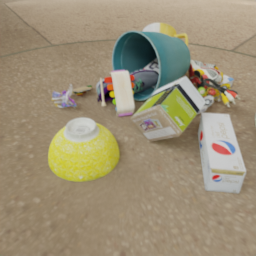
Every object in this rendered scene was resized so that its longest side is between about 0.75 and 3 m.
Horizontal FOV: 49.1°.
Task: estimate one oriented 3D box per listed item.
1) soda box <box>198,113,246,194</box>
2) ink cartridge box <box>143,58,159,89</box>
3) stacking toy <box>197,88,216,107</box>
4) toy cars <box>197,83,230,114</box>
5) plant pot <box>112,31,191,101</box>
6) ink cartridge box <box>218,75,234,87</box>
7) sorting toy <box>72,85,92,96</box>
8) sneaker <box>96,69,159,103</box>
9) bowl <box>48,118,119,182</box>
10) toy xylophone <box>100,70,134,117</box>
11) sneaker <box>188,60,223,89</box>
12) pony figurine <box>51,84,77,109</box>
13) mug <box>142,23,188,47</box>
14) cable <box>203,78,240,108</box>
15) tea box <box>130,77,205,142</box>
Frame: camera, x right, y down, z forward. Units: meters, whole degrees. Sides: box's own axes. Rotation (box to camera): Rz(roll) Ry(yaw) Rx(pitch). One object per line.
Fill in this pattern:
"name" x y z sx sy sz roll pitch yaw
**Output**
"soda box" 2.962 0.692 9.204 1.021 0.954 2.998 4 36 6
"ink cartridge box" 1.397 -2.682 13.584 1.018 0.593 1.407 36 67 27
"stacking toy" 3.313 -1.319 11.938 0.762 0.842 0.356 7 20 -18
"toy cars" 3.435 -1.160 12.088 2.767 0.613 1.241 -34 16 -35
"plant pot" 1.261 -3.037 12.983 2.818 2.999 2.999 -22 40 -39
"ink cartridge box" 4.553 -2.325 13.870 0.735 0.424 1.013 -27 46 -31
"sorting toy" -2.193 -1.673 12.950 1.530 0.259 0.737 -21 21 -35
"sneaker" 0.039 -1.686 12.374 2.922 1.087 1.279 -13 39 5
"bowl" -1.501 0.453 9.252 2.423 1.304 2.423 -1 35 0
"toy xylophone" -0.431 -1.491 11.591 1.490 2.035 0.511 0 -9 -10
"sneaker" 3.633 -2.569 13.435 1.176 1.114 2.862 -11 29 -2
"pony figurine" -2.678 -1.260 11.847 1.046 1.010 0.871 5 37 3
"mug" 1.778 -4.385 15.181 1.916 2.392 1.964 20 67 -33
"cable" 3.837 -1.576 11.384 0.806 0.417 1.659 -34 69 -9
"tea box" 1.333 -0.591 9.669 1.761 1.196 1.790 -46 13 -24
